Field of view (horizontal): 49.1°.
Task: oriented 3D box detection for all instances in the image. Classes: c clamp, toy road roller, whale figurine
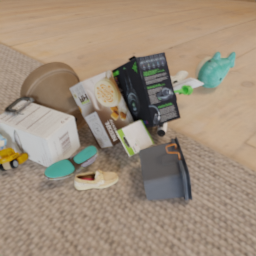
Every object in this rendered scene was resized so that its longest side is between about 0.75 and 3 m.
[{"bbox_3d":[-3.913,-0.798,10.242,1.084,0.172,1.269,0,37,19],"label":"c clamp"},{"bbox_3d":[-3.979,0.982,9.584,0.604,0.717,0.982,-15,11,18],"label":"toy road roller"},{"bbox_3d":[4.763,-3.029,14.667,2.530,2.012,1.313,-27,47,-14],"label":"whale figurine"}]

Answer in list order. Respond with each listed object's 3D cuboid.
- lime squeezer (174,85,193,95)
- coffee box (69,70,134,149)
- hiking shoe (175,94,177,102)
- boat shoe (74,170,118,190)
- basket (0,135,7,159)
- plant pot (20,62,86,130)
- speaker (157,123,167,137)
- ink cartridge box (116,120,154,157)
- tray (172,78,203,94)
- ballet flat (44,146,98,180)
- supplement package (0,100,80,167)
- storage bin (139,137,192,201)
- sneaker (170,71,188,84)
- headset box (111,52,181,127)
[{"bbox_3d":[2.325,-1.625,12.109,0.832,0.444,2.356,6,9,23],"label":"lime squeezer"},{"bbox_3d":[-0.901,-0.669,10.580,1.462,2.556,1.019,-31,11,-37],"label":"coffee box"},{"bbox_3d":[1.174,-1.032,12.997,2.213,0.823,0.959,-19,9,-18],"label":"hiking shoe"},{"bbox_3d":[-1.027,1.636,9.077,1.455,0.503,0.536,-9,35,-15],"label":"boat shoe"},{"bbox_3d":[-5.505,0.679,9.209,2.166,1.709,2.457,29,16,36],"label":"basket"},{"bbox_3d":[-2.788,-1.004,11.620,2.613,2.613,2.279,-23,60,-30],"label":"plant pot"},{"bbox_3d":[1.423,-0.020,11.660,0.370,0.370,0.912,7,34,10],"label":"speaker"},{"bbox_3d":[0.133,0.419,9.989,1.378,0.522,1.018,-24,84,-43],"label":"ink cartridge box"},{"bbox_3d":[2.235,-1.850,12.968,2.249,0.249,1.207,-17,-12,33],"label":"tray"},{"bbox_3d":[-1.847,1.293,9.345,1.962,0.706,0.706,-27,43,-29],"label":"ballet flat"},{"bbox_3d":[-3.292,0.207,10.257,2.531,1.480,1.485,17,43,24],"label":"supplement package"},{"bbox_3d":[1.108,1.298,8.926,1.370,1.485,2.040,-11,34,2],"label":"storage bin"},{"bbox_3d":[2.775,-2.653,15.468,1.525,0.571,0.760,-26,47,-20],"label":"sneaker"},{"bbox_3d":[0.609,-1.467,10.989,1.259,2.713,2.362,-17,8,-24],"label":"headset box"}]
